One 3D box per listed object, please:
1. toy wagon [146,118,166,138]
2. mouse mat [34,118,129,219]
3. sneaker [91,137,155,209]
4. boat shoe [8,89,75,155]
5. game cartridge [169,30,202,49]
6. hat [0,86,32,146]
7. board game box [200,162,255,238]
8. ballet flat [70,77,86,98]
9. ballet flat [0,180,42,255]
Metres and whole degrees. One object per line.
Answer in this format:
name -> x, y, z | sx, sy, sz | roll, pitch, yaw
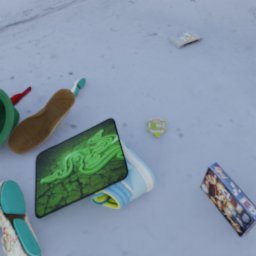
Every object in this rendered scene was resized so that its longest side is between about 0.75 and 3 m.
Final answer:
toy wagon -> 0.993, 0.011, 9.831 | 0.696, 0.177, 0.897 | 1, 50, 2
mouse mat -> -1.497, 1.076, 8.158 | 2.938, 0.111, 2.364 | -26, 46, 8
sneaker -> -0.708, 1.191, 8.252 | 1.780, 1.085, 2.727 | -34, 57, -27
boat shoe -> -2.846, -0.171, 9.557 | 0.987, 0.984, 2.735 | 40, 78, -1
game cartridge -> 2.721, -4.281, 13.420 | 1.407, 0.292, 0.937 | -24, 58, -19
hat -> -4.223, -0.209, 10.003 | 2.173, 2.309, 2.623 | 36, 93, 19
board game box -> 2.702, 1.930, 7.559 | 0.300, 1.173, 1.732 | -22, 53, -19
ballet flat -> -2.061, -1.612, 11.117 | 0.398, 0.398, 1.147 | 13, 52, 11
ballet flat -> -3.056, 2.528, 7.303 | 0.826, 0.977, 2.584 | -44, 51, 9
